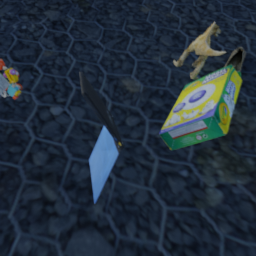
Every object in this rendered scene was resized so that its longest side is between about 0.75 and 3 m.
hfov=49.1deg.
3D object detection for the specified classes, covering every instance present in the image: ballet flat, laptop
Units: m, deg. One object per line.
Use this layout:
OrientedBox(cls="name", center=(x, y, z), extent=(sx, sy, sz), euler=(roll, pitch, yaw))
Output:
OrientedBox(cls="ballet flat", center=(4.594, -2.762, 12.013), extent=(0.775, 0.533, 2.301), euler=(23, 56, 17))
OrientedBox(cls="laptop", center=(-0.822, 0.113, 5.710), extent=(1.130, 1.950, 1.826), euler=(-33, 25, 2))

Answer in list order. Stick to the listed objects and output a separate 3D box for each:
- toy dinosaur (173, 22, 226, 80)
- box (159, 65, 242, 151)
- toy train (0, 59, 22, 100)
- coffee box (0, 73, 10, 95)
OrientedBox(cls="toy dinosaur", center=(1.890, -2.095, 7.410), extent=(0.830, 1.442, 2.852), euler=(30, 35, -1))
OrientedBox(cls="box", center=(1.849, -0.620, 6.804), extent=(0.607, 1.473, 2.510), euler=(52, 44, -16))
OrientedBox(cls="toy train", center=(-3.853, -1.616, 8.970), extent=(1.054, 1.403, 0.390), euler=(18, 40, 24))
OrientedBox(cls="coffee box", center=(-3.989, -1.265, 7.236), extent=(1.087, 1.089, 1.077), euler=(36, 77, 9))
